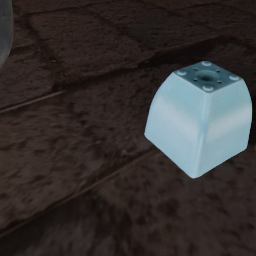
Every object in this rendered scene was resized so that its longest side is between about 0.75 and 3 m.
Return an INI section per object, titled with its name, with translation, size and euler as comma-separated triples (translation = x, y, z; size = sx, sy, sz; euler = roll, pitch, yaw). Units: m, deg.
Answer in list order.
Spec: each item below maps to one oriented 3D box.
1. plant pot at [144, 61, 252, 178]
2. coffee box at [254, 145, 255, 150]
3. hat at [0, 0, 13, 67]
[plant pot]
translation = 1.615, -0.391, 6.325
size = 1.812, 1.851, 1.817
euler = -24, 44, -25
[coffee box]
translation = 3.648, 0.429, 6.143
size = 0.564, 0.799, 1.413
euler = -28, 46, -30
[hat]
translation = -2.991, -1.776, 4.380
size = 2.444, 2.444, 0.986
euler = -13, 22, -16
